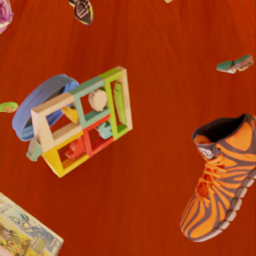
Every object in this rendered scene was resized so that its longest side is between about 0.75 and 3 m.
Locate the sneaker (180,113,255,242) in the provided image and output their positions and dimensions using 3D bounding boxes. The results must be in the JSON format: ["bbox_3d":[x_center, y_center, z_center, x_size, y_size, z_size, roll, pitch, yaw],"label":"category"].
[{"bbox_3d":[1.686,0.897,5.734,2.881,1.614,1.118,-55,28,2],"label":"sneaker"}]

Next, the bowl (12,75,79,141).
[{"bbox_3d":[-2.146,-0.541,7.315,0.403,2.055,2.055,41,65,3],"label":"bowl"}]

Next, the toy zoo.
[{"bbox_3d":[-1.129,-0.067,6.888,2.977,1.953,0.305,-34,46,-30],"label":"toy zoo"}]

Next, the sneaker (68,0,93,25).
[{"bbox_3d":[-1.054,-2.887,6.851,0.467,0.511,1.263,-35,53,17],"label":"sneaker"}]

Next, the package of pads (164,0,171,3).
[{"bbox_3d":[1.331,-3.932,7.457,1.047,0.357,0.809,-24,56,27],"label":"package of pads"}]

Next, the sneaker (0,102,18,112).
[{"bbox_3d":[-3.605,-0.607,8.022,0.845,0.324,0.354,-10,35,-9],"label":"sneaker"}]

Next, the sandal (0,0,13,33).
[{"bbox_3d":[-3.504,-3.157,7.607,0.640,2.602,1.059,28,79,-10],"label":"sandal"}]

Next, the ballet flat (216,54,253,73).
[{"bbox_3d":[2.720,-1.566,7.145,0.351,0.976,0.351,5,81,-37],"label":"ballet flat"}]

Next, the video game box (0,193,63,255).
[{"bbox_3d":[-2.102,1.947,5.036,1.767,1.939,0.454,35,83,-2],"label":"video game box"}]
